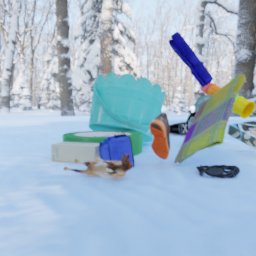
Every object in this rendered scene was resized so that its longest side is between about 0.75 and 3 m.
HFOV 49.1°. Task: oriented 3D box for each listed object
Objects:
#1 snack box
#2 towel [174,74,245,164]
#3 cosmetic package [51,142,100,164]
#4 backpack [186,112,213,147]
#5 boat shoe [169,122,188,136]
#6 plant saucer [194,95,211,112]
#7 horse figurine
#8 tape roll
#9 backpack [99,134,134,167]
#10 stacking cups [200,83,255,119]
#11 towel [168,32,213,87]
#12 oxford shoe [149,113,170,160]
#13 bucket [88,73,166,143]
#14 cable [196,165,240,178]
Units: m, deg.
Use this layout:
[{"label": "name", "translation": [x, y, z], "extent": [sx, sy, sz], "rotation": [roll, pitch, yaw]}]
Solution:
[{"label": "snack box", "translation": [4.181, 0.339, 8.449], "extent": [1.211, 0.387, 2.084], "rotation": [-8, 24, -21]}, {"label": "towel", "translation": [2.113, -0.227, 7.145], "extent": [0.280, 2.459, 1.766], "rotation": [38, -36, -6]}, {"label": "cosmetic package", "translation": [-1.355, 0.680, 7.737], "extent": [1.376, 0.503, 0.712], "rotation": [3, 5, 22]}, {"label": "backpack", "translation": [2.958, 0.069, 10.703], "extent": [1.218, 0.924, 1.460], "rotation": [12, 19, -17]}, {"label": "boat shoe", "translation": [2.941, 0.042, 14.633], "extent": [2.294, 0.823, 0.777], "rotation": [0, 3, 42]}, {"label": "plant saucer", "translation": [2.890, -0.759, 10.235], "extent": [0.903, 0.903, 0.162], "rotation": [0, 32, 7]}, {"label": "horse figurine", "translation": [-0.523, 0.817, 5.829], "extent": [1.616, 0.403, 1.071], "rotation": [-7, -17, 32]}, {"label": "tape roll", "translation": [-0.843, 0.501, 9.339], "extent": [2.633, 0.633, 2.633], "rotation": [0, 3, 0]}, {"label": "backpack", "translation": [-0.326, 0.558, 7.222], "extent": [0.852, 0.825, 1.016], "rotation": [-3, 5, -8]}, {"label": "stacking cups", "translation": [3.891, -1.271, 11.362], "extent": [0.747, 0.747, 2.470], "rotation": [-3, 32, -35]}, {"label": "towel", "translation": [1.462, -1.557, 6.626], "extent": [0.343, 1.386, 1.023], "rotation": [-36, -5, 13]}, {"label": "oxford shoe", "translation": [0.905, 0.253, 7.122], "extent": [0.511, 1.434, 0.523], "rotation": [20, 52, 26]}, {"label": "bucket", "translation": [-0.097, -0.699, 11.285], "extent": [3.082, 2.005, 3.082], "rotation": [11, -13, 2]}, {"label": "cable", "translation": [1.989, 0.955, 6.195], "extent": [0.911, 0.231, 0.743], "rotation": [-2, -1, 3]}]
